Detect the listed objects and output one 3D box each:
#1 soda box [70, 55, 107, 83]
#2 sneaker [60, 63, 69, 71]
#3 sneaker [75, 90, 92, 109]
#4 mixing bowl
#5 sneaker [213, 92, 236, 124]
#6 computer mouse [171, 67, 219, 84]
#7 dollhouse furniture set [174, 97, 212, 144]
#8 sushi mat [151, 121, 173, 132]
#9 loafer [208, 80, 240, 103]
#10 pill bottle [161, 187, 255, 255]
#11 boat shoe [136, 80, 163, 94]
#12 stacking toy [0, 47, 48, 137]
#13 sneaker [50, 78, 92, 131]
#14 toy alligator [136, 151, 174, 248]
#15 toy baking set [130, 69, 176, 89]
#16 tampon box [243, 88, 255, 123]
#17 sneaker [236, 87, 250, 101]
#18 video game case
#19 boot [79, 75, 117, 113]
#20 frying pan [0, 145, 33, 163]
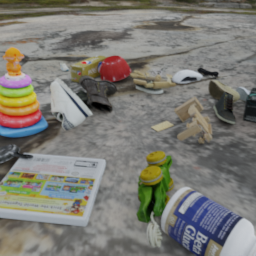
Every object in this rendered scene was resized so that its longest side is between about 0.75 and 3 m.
[{"bbox_3d":[-1.969,-3.100,14.633,0.777,0.822,2.428,15,32,25],"label":"soda box"},{"bbox_3d":[-3.585,-3.398,15.663,0.326,0.344,0.853,-18,35,-31],"label":"sneaker"},{"bbox_3d":[-2.185,-1.126,11.402,1.540,0.589,0.882,-6,28,-16],"label":"sneaker"},{"bbox_3d":[-0.734,-3.107,14.245,1.652,0.894,1.652,-11,34,7],"label":"mixing bowl"},{"bbox_3d":[3.665,-0.776,10.377,0.573,0.814,1.533,16,26,-13],"label":"sneaker"},{"bbox_3d":[3.311,-2.714,14.252,2.385,0.523,1.308,-14,32,-23],"label":"computer mouse"},{"bbox_3d":[2.155,-0.072,9.412,0.875,1.025,1.977,-33,18,26],"label":"dollhouse furniture set"},{"bbox_3d":[1.226,-0.059,10.019,0.800,0.048,0.383,-20,34,-31],"label":"sushi mat"},{"bbox_3d":[4.098,-1.530,12.058,0.618,0.685,1.810,-5,36,-18],"label":"loafer"},{"bbox_3d":[1.660,2.016,5.284,1.908,1.059,1.059,26,38,37],"label":"pill bottle"},{"bbox_3d":[0.950,-1.909,12.891,1.425,0.454,0.504,19,34,30],"label":"boat shoe"},{"bbox_3d":[-3.698,-1.244,9.253,1.628,2.805,1.539,-13,33,-30],"label":"stacking toy"},{"bbox_3d":[-2.303,-0.884,9.809,1.057,1.003,2.626,-44,42,-4],"label":"sneaker"},{"bbox_3d":[0.497,1.423,6.208,0.716,0.988,2.980,-12,18,19],"label":"toy alligator"},{"bbox_3d":[1.281,-2.362,13.187,2.559,0.298,1.964,-4,35,-25],"label":"toy baking set"},{"bbox_3d":[5.036,-0.842,10.527,1.043,0.879,1.392,14,32,28],"label":"tampon box"},{"bbox_3d":[5.164,-1.315,11.912,0.478,0.493,1.349,-3,36,-26],"label":"sneaker"},{"bbox_3d":[-1.974,1.448,7.113,2.447,0.280,2.227,4,30,5],"label":"video game case"},{"bbox_3d":[-1.042,-1.250,11.450,2.038,0.705,1.774,9,38,-41],"label":"boot"},{"bbox_3d":[-3.456,0.805,7.994,0.942,0.253,1.557,-33,28,-33],"label":"frying pan"}]
